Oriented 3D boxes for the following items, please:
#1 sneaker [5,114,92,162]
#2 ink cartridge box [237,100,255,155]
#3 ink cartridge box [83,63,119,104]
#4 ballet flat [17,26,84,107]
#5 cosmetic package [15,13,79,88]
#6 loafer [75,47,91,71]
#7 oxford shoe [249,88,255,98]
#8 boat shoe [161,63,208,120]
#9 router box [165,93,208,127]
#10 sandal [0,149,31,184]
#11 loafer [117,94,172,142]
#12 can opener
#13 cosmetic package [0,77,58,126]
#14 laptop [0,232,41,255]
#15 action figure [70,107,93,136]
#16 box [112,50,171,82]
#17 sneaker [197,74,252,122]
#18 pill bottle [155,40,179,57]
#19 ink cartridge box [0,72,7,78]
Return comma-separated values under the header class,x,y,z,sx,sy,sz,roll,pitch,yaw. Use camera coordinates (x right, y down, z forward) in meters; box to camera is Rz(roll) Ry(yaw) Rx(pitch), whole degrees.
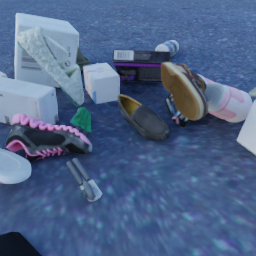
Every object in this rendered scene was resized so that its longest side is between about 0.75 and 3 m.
class,x,y,z,sx,sy,sz,roll,pitch,yaw
sneaker,-1.920,0.414,6.636,2.161,0.854,1.031,13,61,13
ink cartridge box,3.648,-0.007,6.491,1.603,1.176,1.171,-14,40,-31
ink cartridge box,-0.926,-1.551,9.414,0.861,0.884,1.375,-14,36,-19
ballet flat,-1.932,-1.716,8.031,0.977,2.724,0.977,-23,41,21
cosmetic package,-3.011,-2.793,10.041,1.954,1.966,2.349,1,29,-23
loafer,-2.319,-2.983,11.802,0.836,0.775,2.224,-24,40,-33
oxford shoe,3.745,-0.951,7.855,0.482,0.370,1.283,-37,4,14
boat shoe,1.486,-1.005,6.739,0.858,0.860,2.385,-8,31,-7
router box,1.622,-0.792,8.061,0.421,1.017,1.357,29,25,-20
sandal,-2.696,0.878,6.024,0.858,0.518,2.110,-8,17,-40
loafer,0.330,-0.282,7.383,0.696,0.692,1.913,-48,49,-10
can opener,-0.895,1.013,5.640,0.289,0.364,1.096,-27,51,-21
cosmetic package,-3.120,-0.695,7.834,2.174,1.105,0.805,13,35,17
laptop,-2.025,2.545,3.703,1.789,1.043,2.019,25,65,34
action figure,-1.217,-0.227,7.522,0.707,0.327,1.198,39,23,-24
box,0.477,-2.006,9.387,1.725,0.436,2.413,3,-5,4
sneaker,2.619,-0.849,8.378,1.401,1.008,2.679,19,12,-17
pill bottle,1.812,-3.582,12.820,0.711,0.711,1.250,18,37,26
ink cartridge box,-5.049,-1.613,9.763,1.520,0.639,1.109,23,39,32
